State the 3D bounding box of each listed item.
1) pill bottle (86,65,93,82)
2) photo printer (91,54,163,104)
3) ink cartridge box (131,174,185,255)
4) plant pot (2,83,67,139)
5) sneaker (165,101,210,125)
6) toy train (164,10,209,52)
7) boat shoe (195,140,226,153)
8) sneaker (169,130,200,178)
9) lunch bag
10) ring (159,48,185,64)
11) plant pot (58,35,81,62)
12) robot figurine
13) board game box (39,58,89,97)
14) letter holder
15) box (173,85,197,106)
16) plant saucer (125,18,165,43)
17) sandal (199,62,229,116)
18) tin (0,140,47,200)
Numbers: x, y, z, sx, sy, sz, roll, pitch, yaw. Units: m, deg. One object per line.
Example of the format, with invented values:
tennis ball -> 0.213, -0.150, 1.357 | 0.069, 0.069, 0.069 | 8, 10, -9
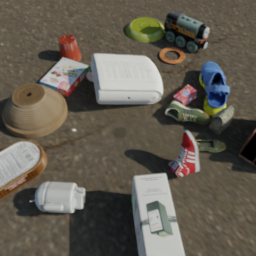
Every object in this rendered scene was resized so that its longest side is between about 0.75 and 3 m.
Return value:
pill bottle -> -1.531, -2.625, 12.830 | 0.551, 0.551, 0.968 | 8, 51, 6
photo printer -> -0.016, -2.073, 11.866 | 2.892, 1.004, 2.406 | -2, 53, -17
ink cartridge box -> 0.727, 2.751, 7.842 | 0.995, 1.728, 2.368 | -5, 53, -6
plant pot -> -3.777, -0.926, 11.099 | 2.556, 1.180, 2.556 | 0, 51, 0
sneaker -> 2.245, -0.448, 11.033 | 1.757, 0.589, 0.789 | 27, 46, 28
toy train -> 2.883, -4.850, 14.013 | 2.529, 1.441, 1.077 | 35, 60, 25
boat shoe -> 3.035, 0.624, 10.372 | 1.195, 0.376, 0.436 | 4, 52, 3
sneaker -> 1.807, 0.949, 9.343 | 0.970, 1.725, 0.615 | -21, 30, -8
lunch bag -> 3.614, -0.357, 10.768 | 0.799, 0.974, 0.573 | -36, 60, -24
ring -> 2.172, -3.550, 13.843 | 1.248, 0.120, 1.248 | 0, 51, 1
plant pot -> -2.852, -3.818, 13.465 | 1.061, 1.032, 1.061 | 0, 52, 0
robot figurine -> -2.189, 2.180, 8.786 | 1.636, 0.924, 1.388 | 3, 12, 3
board game box -> -2.854, -2.340, 12.709 | 1.433, 0.378, 1.873 | 21, 55, 16
letter holder -> 5.225, 0.182, 9.903 | 1.176, 1.662, 2.338 | 38, 60, 26
box -> 2.384, -1.298, 11.817 | 1.021, 0.487, 0.509 | -38, 61, -26
plant saucer -> 0.935, -5.394, 15.160 | 2.160, 0.336, 2.160 | 0, 51, 0
sandal -> 3.711, -1.909, 11.838 | 1.151, 1.260, 2.895 | 0, 50, 2
tin -> -4.167, 1.440, 9.661 | 2.736, 0.573, 1.532 | -34, 55, -24
